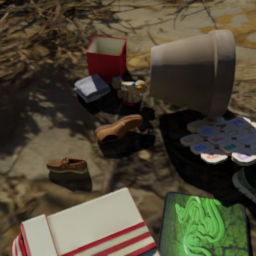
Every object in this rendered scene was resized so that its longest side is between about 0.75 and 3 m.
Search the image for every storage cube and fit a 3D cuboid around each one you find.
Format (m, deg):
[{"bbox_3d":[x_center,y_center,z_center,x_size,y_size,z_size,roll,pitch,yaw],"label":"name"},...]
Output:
[{"bbox_3d":[-0.808,-2.721,11.225,1.503,1.351,1.285,9,48,7],"label":"storage cube"}]

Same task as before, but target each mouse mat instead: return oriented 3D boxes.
[{"bbox_3d":[1.826,2.798,6.795,2.158,0.101,2.681,7,43,10],"label":"mouse mat"}]

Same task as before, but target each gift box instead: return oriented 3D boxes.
[{"bbox_3d":[-0.816,2.926,5.391,2.359,2.527,2.331,-14,53,-25],"label":"gift box"}]

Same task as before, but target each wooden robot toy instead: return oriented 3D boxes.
[{"bbox_3d":[0.219,-1.381,10.264,0.951,0.923,2.096,-13,24,-25],"label":"wooden robot toy"}]

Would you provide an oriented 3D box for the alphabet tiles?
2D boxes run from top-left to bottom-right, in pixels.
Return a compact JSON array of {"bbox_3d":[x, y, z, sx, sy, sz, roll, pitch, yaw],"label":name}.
[{"bbox_3d":[3.070,0.274,8.628,2.589,0.193,2.647,-18,31,-18],"label":"alphabet tiles"}]

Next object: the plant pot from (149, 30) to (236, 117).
[{"bbox_3d":[1.936,-1.788,9.315,2.424,2.793,2.793,2,47,4],"label":"plant pot"}]

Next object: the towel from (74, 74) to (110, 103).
[{"bbox_3d":[-1.354,-1.533,10.693,1.127,0.482,0.933,-29,54,-27],"label":"towel"}]

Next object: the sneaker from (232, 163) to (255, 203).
[{"bbox_3d":[3.874,1.712,7.337,0.837,0.992,2.268,-34,56,-28],"label":"sneaker"}]

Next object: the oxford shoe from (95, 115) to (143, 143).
[{"bbox_3d":[-0.219,0.093,9.132,1.652,0.589,0.589,-23,45,-7],"label":"oxford shoe"}]

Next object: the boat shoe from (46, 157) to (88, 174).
[{"bbox_3d":[-1.807,1.050,8.272,1.266,0.428,0.456,4,34,6],"label":"boat shoe"}]
